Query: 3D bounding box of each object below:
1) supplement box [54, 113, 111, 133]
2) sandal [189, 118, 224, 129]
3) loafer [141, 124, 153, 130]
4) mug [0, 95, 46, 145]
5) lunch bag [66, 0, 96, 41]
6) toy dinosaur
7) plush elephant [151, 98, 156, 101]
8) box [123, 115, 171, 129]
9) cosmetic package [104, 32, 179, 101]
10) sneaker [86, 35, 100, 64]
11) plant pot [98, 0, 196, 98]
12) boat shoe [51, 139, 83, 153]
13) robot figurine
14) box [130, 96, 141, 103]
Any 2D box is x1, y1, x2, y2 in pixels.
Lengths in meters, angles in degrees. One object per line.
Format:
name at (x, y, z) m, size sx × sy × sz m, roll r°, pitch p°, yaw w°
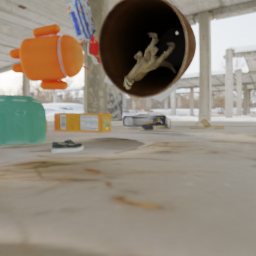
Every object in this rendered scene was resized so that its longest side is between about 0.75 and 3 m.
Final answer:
supplement box at (-2.278, -0.276, 13.926) m, size 2.879 × 0.990 × 0.958 m, roll 4°, pitch 6°, yaw 25°
sandal at (4.849, -0.284, 17.284) m, size 2.076 × 0.683 × 0.761 m, roll 1°, pitch 2°, yaw 20°
loafer at (1.033, -0.016, 15.604) m, size 0.887 × 0.319 × 0.279 m, roll 9°, pitch -6°, yaw -41°
mug at (-3.409, -0.262, 8.421) m, size 1.806 × 1.359 × 2.198 m, roll -1°, pitch 3°, yaw -19°
lunch bag at (-1.337, -3.124, 8.087) m, size 0.442 × 1.171 × 0.938 m, roll -7°, pitch 32°, yaw 16°
toy dinosaur at (0.699, -1.969, 8.198) m, size 0.807 × 1.402 × 2.773 m, roll 42°, pitch 42°, yaw 16°
plush elephant at (1.338, -2.431, 14.573) m, size 1.566 × 1.901 × 1.472 m, roll 24°, pitch 8°, yaw -44°
box at (1.176, -0.334, 16.852) m, size 2.521 × 0.609 × 1.997 m, roll 1°, pitch -5°, yaw 17°
cosmetic package at (0.695, -2.842, 11.271) m, size 2.600 × 2.608 × 1.603 m, roll 18°, pitch -19°, yaw -13°
sneaker at (-1.312, -3.666, 13.018) m, size 0.993 × 0.900 × 2.338 m, roll 3°, pitch -6°, yaw 10°
plant pot at (1.036, -2.550, 8.923) m, size 2.777 × 2.777 × 2.972 m, roll 1°, pitch 15°, yaw 31°
boat shoe at (-1.289, 0.378, 6.077) m, size 0.290 × 0.285 × 0.804 m, roll 2°, pitch 3°, yaw 38°
robot figurine at (-3.025, -2.695, 10.994) m, size 2.936 × 2.112 × 1.712 m, roll -5°, pitch -26°, yaw 3°
box at (0.200, -2.180, 15.138) m, size 0.605 × 1.556 × 0.739 m, roll -37°, pitch 4°, yaw 23°
